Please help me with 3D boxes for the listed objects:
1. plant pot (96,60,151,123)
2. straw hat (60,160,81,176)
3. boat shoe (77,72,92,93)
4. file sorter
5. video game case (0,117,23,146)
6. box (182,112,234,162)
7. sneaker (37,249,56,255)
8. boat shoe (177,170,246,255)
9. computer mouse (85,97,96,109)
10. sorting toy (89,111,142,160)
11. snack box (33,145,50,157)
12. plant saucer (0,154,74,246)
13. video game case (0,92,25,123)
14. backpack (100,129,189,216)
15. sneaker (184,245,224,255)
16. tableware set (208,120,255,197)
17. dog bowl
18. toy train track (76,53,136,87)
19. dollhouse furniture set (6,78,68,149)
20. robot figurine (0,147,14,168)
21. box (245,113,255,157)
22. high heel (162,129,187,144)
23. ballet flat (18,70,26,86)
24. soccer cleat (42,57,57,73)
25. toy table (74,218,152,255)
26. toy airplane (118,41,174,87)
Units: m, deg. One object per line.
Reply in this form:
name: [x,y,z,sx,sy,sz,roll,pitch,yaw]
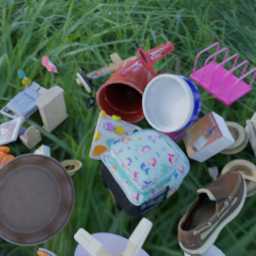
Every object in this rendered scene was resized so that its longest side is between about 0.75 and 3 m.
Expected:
plant pot: [0.004,-1.571,11.207,2.025,2.025,1.970,12,46,9]
straw hat: [-2.031,1.465,9.737,0.843,0.357,0.843,0,26,0]
boat shoe: [-1.751,-2.000,11.948,0.452,0.509,1.363,-29,42,-11]
file sorter: [4.109,-2.404,12.049,1.563,1.411,2.250,-31,59,-21]
video game case: [-4.542,0.161,10.576,1.141,0.131,1.039,-17,48,24]
box: [2.755,0.339,9.869,0.767,1.443,1.099,22,41,-38]
sneaker: [-2.187,3.911,7.845,1.170,0.454,0.656,23,55,17]
boat shoe: [2.442,2.150,7.961,1.110,1.112,3.007,7,42,45]
computer mouse: [-1.206,-1.228,11.640,0.517,0.300,1.764,45,45,4]
sorting toy: [-0.362,0.274,10.425,1.729,1.026,1.920,14,53,-7]
snack box: [-3.004,1.302,9.494,0.841,0.313,1.182,-36,48,23]
plant saucer: [-2.835,2.072,8.267,2.581,0.472,2.581,12,70,-37]
video game case: [-4.440,-0.876,11.687,1.166,0.150,1.283,23,57,16]
backpack: [0.603,1.224,8.966,2.562,1.929,2.274,-19,55,-31]
sneaker: [2.597,3.932,7.244,1.093,1.278,2.934,-31,50,-19]
tableware set: [3.641,0.909,9.614,1.934,0.586,2.926,-16,51,16]
dog bowl: [1.438,-0.823,9.422,0.746,1.894,1.894,-9,46,-47]
toy train track: [-0.914,-2.486,12.748,2.922,0.475,1.676,-23,56,-8]
dollhouse furniture set: [-3.904,-0.953,10.745,2.422,1.581,2.287,32,58,18]
robot figurine: [-4.486,1.269,9.494,1.589,0.927,1.143,12,36,-3]
box: [5.205,0.454,9.899,1.123,1.318,2.062,0,53,-6]
high heel: [1.443,-0.131,10.756,1.070,0.750,2.225,-35,29,15]
ballet flat: [-4.611,-2.147,12.325,0.283,0.291,0.819,-33,100,-33]
soccer cleat: [-3.681,-2.931,13.082,0.369,0.423,1.106,-48,56,12]
toy table: [-0.262,3.693,7.221,2.839,1.663,2.610,19,55,14]
toy airplane: [0.796,-2.183,9.993,2.130,2.130,0.392,-5,38,-4]
